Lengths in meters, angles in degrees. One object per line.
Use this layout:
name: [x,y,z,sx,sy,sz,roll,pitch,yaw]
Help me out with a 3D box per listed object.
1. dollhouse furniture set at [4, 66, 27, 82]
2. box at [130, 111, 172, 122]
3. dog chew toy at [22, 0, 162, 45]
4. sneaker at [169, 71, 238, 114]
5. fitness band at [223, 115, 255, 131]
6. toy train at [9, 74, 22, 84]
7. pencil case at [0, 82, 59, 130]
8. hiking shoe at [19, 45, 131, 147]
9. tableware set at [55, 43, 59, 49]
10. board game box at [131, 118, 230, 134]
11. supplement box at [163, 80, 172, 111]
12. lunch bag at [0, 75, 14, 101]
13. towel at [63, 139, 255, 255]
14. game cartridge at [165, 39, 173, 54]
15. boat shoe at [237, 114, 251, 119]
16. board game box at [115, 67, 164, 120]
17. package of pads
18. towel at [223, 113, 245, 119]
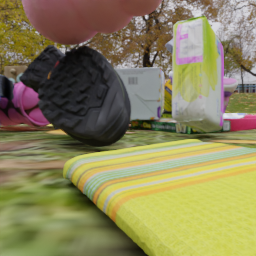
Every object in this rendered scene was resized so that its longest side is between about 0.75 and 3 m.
dollhouse furniture set: [-4.466,-1.412,10.787,2.767,2.371,2.910,1,4,15]
box: [0.529,-0.427,10.198,1.863,0.458,1.929,-2,3,-31]
dog chew toy: [-0.402,-1.700,3.519,1.845,1.149,1.149,-1,3,24]
sneaker: [1.617,-0.802,6.682,0.926,1.018,2.303,-3,19,-15]
fitness band: [2.610,-0.113,6.815,1.334,0.348,1.857,-3,3,-7]
toy train: [-3.954,-1.518,11.111,2.244,1.279,0.956,-25,-31,-3]
pencil case: [-2.752,-0.590,7.128,2.785,1.264,1.304,3,28,42]
hiking shoe: [-0.617,-0.429,4.378,1.502,1.130,2.984,41,-1,-38]
tableware set: [-1.817,-1.459,7.568,0.434,2.829,1.906,5,8,-17]
board game box: [1.121,-0.076,6.571,1.160,0.260,2.214,-1,4,-31]
supplement box: [1.977,-1.252,10.420,1.175,1.182,2.159,43,-10,7]
lunch bag: [-3.141,-0.814,5.155,1.822,1.871,2.754,-3,7,-29]
towel: [0.555,0.326,0.892,1.060,0.222,2.463,-7,7,-24]
game cartridge: [1.306,-1.661,6.290,0.188,0.920,0.612,-51,-2,39]
boat shoe: [3.749,-0.273,8.040,1.586,0.452,0.530,3,5,39]
board game box: [0.317,-0.917,7.475,1.219,1.197,2.324,0,8,10]
package of pads: [1.196,-0.820,4.654,0.569,1.670,1.290,-2,-9,31]
towel: [3.919,-0.406,11.077,2.934,0.349,2.155,0,4,-7]
